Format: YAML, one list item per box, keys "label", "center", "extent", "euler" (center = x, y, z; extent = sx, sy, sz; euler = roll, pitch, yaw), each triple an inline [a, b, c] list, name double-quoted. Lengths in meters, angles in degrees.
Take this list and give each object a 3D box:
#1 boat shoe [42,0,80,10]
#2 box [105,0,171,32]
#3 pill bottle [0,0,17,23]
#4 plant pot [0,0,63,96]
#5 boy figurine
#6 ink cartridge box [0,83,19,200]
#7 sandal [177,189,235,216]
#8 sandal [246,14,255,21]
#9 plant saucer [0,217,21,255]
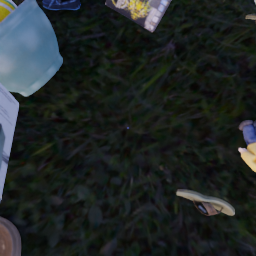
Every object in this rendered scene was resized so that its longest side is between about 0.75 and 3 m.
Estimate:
- label: "boat shoe"
  center: [-2.535, -4.829, 10.576]
  extent: [1.418, 0.487, 0.597]
  euler: [-3, 66, -1]
- label: "box"
  center: [0.431, -3.522, 6.867]
  extent: [1.476, 1.832, 0.450]
  euler: [28, 46, -7]
- label: "pill bottle"
  center: [-4.574, -3.567, 9.711]
  extent: [1.028, 1.028, 1.824]
  euler: [9, 66, 4]
- label: "plant pot"
  center: [-3.180, -2.147, 8.293]
  extent: [2.822, 1.891, 2.822]
  euler: [-31, 31, 21]
- label: "boy figurine"
  center: [3.884, 0.773, 7.941]
  extent: [1.315, 0.682, 2.116]
  euler: [-9, 67, -1]
- label: "ink cartridge box"
  center: [-3.001, 0.378, 4.725]
  extent: [1.700, 0.979, 2.330]
  euler: [-11, 55, 9]
- label: "sandal"
  center: [1.659, 1.684, 6.112]
  extent: [1.344, 0.534, 0.383]
  euler: [19, 68, -6]
- label: "sandal"
  center: [3.955, -2.861, 7.877]
  extent: [0.585, 0.420, 1.474]
  euler: [-24, 51, -41]
- label: "plant saucer"
  center: [-3.628, 3.148, 7.109]
  extent: [1.763, 0.260, 1.763]
  euler: [0, 67, 0]
